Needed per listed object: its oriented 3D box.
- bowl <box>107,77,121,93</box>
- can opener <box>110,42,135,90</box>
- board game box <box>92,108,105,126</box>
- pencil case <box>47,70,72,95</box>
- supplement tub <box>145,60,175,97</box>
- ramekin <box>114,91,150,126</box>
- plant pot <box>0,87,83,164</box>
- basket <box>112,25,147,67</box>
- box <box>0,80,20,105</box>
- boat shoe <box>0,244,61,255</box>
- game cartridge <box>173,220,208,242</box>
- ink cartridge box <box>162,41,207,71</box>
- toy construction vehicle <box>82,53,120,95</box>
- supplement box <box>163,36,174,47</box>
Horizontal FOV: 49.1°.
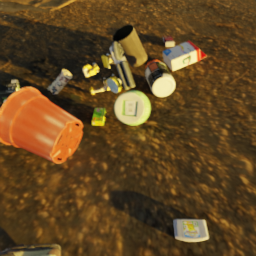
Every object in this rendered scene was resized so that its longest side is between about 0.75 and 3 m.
[{"bbox_3d":[-0.557,-1.960,12.446,0.752,0.752,0.405,31,57,31],"label":"bowl"},{"bbox_3d":[-0.308,-2.593,11.849,0.531,2.016,0.670,-17,9,27],"label":"can opener"},{"bbox_3d":[-1.201,-0.467,11.472,0.453,0.212,0.891,2,41,2],"label":"board game box"},{"bbox_3d":[-3.024,-2.034,12.407,0.507,1.303,0.583,55,33,6],"label":"pencil case"},{"bbox_3d":[1.407,-2.336,12.963,1.108,1.108,1.808,-6,41,-7],"label":"supplement tub"},{"bbox_3d":[0.122,-0.759,10.786,1.381,1.381,0.675,11,6,12],"label":"ramekin"},{"bbox_3d":[-2.881,0.040,9.581,2.140,2.201,2.201,26,47,17],"label":"plant pot"},{"bbox_3d":[0.150,-4.097,14.298,1.207,1.774,1.600,-27,37,13],"label":"basket"},{"bbox_3d":[-4.869,-1.305,11.730,0.707,1.138,0.845,-7,41,-8],"label":"box"},{"bbox_3d":[-2.644,3.232,6.891,2.001,0.733,0.649,1,28,-2],"label":"boat shoe"},{"bbox_3d":[1.722,2.821,7.704,0.897,0.182,0.598,0,44,0],"label":"game cartridge"},{"bbox_3d":[2.965,-3.867,14.721,2.012,0.677,1.169,-23,44,-4],"label":"ink cartridge box"},{"bbox_3d":[-1.044,-2.429,12.620,1.799,1.567,0.634,-23,43,-13],"label":"toy construction vehicle"},{"bbox_3d":[2.439,-5.239,16.941,0.528,0.295,0.971,-4,42,-4],"label":"supplement box"}]
